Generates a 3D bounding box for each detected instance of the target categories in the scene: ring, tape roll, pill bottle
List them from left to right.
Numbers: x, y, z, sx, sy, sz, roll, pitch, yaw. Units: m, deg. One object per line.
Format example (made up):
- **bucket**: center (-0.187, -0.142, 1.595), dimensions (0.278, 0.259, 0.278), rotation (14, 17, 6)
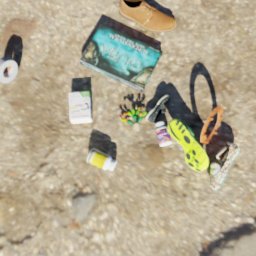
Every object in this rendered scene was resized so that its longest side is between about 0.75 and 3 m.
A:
- **tape roll**: center (-4.898, -2.293, 11.173), dimensions (0.325, 0.983, 0.983), rotation (31, 76, 16)
- **pill bottle**: center (-0.968, 1.211, 10.381), dimensions (1.021, 0.572, 0.572), rotation (23, 75, 7)
- **pill bottle**: center (1.329, 0.235, 10.710), dimensions (0.486, 0.486, 0.872), rotation (-14, 74, -4)
- **ring**: center (3.110, -0.074, 10.274), dimensions (0.151, 1.576, 1.576), rotation (28, 74, 30)

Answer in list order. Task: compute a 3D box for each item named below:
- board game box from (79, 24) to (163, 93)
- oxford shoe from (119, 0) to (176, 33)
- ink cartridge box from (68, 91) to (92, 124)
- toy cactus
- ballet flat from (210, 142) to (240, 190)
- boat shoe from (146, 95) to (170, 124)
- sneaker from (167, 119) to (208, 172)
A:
- **board game box**: center (-0.279, -2.903, 11.619), dimensions (2.908, 0.409, 1.967), rotation (25, 75, 6)
- **oxford shoe**: center (0.829, -4.878, 12.004), dimensions (2.656, 0.947, 0.947), rotation (21, 73, 4)
- **ink cartridge box**: center (-1.875, -0.795, 11.016), dimensions (0.831, 0.482, 1.148), rotation (-5, 74, -2)
- **toy cactus**: center (0.244, -0.295, 10.854), dimensions (1.065, 0.545, 0.879), rotation (-15, 88, 1)
- **ballet flat**: center (3.390, 1.321, 10.248), dimensions (0.628, 0.743, 1.965), rotation (38, 69, -6)
- **boat shoe**: center (1.262, -0.700, 10.949), dimensions (0.429, 0.484, 1.295), rotation (39, 80, 27)
- **sneaker**: center (2.315, 0.566, 10.382), dimensions (0.826, 0.932, 2.231), rotation (-29, 94, 30)
